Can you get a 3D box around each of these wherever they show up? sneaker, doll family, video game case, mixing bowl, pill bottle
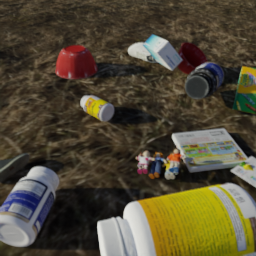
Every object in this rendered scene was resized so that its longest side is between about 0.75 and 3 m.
[{"bbox_3d":[0.884,-3.695,14.004,2.009,0.767,0.809,12,46,19],"label":"sneaker"},{"bbox_3d":[0.917,0.980,7.614,1.377,0.621,0.855,-5,39,24],"label":"doll family"},{"bbox_3d":[2.388,0.624,8.322,1.760,0.201,1.602,-5,36,-9],"label":"video game case"},{"bbox_3d":[2.745,-2.996,12.644,1.521,0.824,1.521,16,57,-25],"label":"mixing bowl"},{"bbox_3d":[-2.182,1.671,6.199,0.934,0.934,1.613,6,35,9],"label":"pill bottle"},{"bbox_3d":[-2.420,-3.143,12.904,1.961,1.062,1.961,0,34,0],"label":"mixing bowl"},{"bbox_3d":[0.913,2.012,5.187,2.813,1.537,1.537,-8,36,-12],"label":"pill bottle"},{"bbox_3d":[-3.299,0.953,7.645,0.598,0.421,1.125,26,44,29],"label":"sneaker"},{"bbox_3d":[-1.112,-0.720,9.813,1.195,0.653,0.653,28,44,34],"label":"pill bottle"},{"bbox_3d":[2.771,-1.704,10.208,1.089,1.089,1.947,18,30,23],"label":"pill bottle"}]

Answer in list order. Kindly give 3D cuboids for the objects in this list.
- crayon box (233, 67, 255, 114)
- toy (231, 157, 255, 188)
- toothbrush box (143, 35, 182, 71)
[{"bbox_3d":[4.988,-1.451,10.748,1.524,0.748,2.566,13,37,18],"label":"crayon box"},{"bbox_3d":[3.489,1.410,7.059,0.903,0.370,1.568,-24,44,-26],"label":"toy"},{"bbox_3d":[1.441,-3.219,11.929,0.663,1.138,1.554,-45,32,7],"label":"toothbrush box"}]
